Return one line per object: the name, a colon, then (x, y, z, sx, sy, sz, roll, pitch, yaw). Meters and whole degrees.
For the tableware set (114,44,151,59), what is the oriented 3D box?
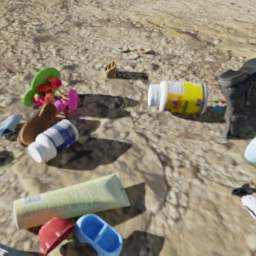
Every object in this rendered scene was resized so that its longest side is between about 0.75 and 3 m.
tableware set: (0.249, -4.254, 15.377, 1.841, 0.214, 1.538, -27, 45, -30)

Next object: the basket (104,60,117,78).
basket: (-0.854, -2.778, 13.152, 0.591, 0.617, 0.828, 1, 39, 2)

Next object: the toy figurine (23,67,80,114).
toy figurine: (-2.779, -1.155, 10.760, 1.758, 1.434, 1.911, 35, 71, 24)

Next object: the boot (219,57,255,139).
boot: (4.197, -1.020, 9.436, 2.651, 2.308, 0.918, -22, 25, -6)

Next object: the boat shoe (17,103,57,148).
boat shoe: (-3.150, -0.030, 9.621, 0.760, 0.761, 2.163, -27, 23, 30)

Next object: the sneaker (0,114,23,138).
sneaker: (-4.118, -0.029, 9.835, 0.511, 0.461, 1.247, 35, 51, 14)

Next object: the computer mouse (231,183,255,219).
computer mouse: (3.251, 1.940, 7.382, 0.610, 0.244, 1.113, -13, 40, -18)

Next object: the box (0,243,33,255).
box: (-2.562, 3.355, 5.268, 2.566, 0.590, 2.040, 12, 40, 15)

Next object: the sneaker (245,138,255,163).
sneaker: (4.700, 0.636, 8.442, 2.728, 1.118, 1.008, 7, 57, -18)

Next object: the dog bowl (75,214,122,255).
dog bowl: (-0.644, 2.434, 6.339, 1.199, 0.297, 0.669, 36, 51, 8)

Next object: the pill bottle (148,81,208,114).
pill bottle: (1.827, -1.142, 10.459, 2.081, 1.137, 1.137, 4, 38, -1)

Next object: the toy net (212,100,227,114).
toy net: (3.964, -0.764, 10.878, 1.373, 0.265, 0.720, 8, 36, 8)

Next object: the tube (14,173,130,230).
tube: (-1.401, 1.897, 7.169, 2.786, 0.808, 0.723, -11, -1, -18)

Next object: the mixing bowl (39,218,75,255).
mixing bowl: (-1.661, 2.333, 6.252, 0.470, 0.867, 0.867, 40, 50, 13)

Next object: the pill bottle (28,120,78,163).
pill bottle: (-2.361, 0.439, 8.852, 0.816, 0.816, 1.469, 26, 45, 29)
